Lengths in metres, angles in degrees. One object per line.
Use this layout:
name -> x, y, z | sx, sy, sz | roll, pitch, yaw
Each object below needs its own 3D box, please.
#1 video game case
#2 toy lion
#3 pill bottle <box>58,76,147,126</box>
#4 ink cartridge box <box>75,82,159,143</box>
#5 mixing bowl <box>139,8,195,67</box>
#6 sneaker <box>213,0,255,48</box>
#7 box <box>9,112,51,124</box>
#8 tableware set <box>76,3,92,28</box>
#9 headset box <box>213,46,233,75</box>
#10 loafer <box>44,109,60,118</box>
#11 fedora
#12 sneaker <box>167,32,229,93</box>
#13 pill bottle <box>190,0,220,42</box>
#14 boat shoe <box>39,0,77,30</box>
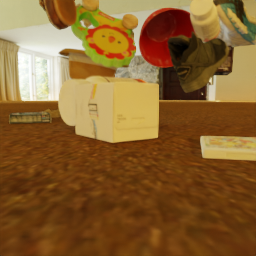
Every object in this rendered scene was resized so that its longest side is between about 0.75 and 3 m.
video game case -> 2.064, 0.349, 5.163 | 1.376, 0.173, 1.512 | 2, 7, 13
toy lion -> -0.737, -2.790, 8.427 | 2.188, 2.097, 0.751 | 25, -35, -2
pill bottle -> -0.596, -0.806, 8.790 | 2.875, 1.575, 1.575 | -6, 10, -44
ink cartridge box -> -0.311, -0.435, 6.833 | 1.326, 1.303, 1.801 | -5, 9, -37
mixing bowl -> 1.219, -3.135, 9.287 | 1.989, 1.989, 1.077 | -2, 42, -13
sneaker -> 3.259, -3.217, 9.014 | 1.298, 1.123, 2.996 | -9, -15, 40
box -> -3.688, -0.392, 10.544 | 1.431, 0.329, 1.138 | -3, 7, -21
tableware set -> -1.562, -3.869, 9.762 | 0.938, 0.130, 1.123 | -32, -22, -24
headset box -> 3.719, -3.063, 11.054 | 0.713, 1.846, 1.374 | 1, 6, 12
loafer -> -3.571, -0.642, 12.405 | 1.116, 0.376, 0.424 | -3, 7, -21
fedora -> -1.416, -2.355, 11.207 | 2.828, 1.153, 2.828 | 10, 7, -1
sneaker -> 1.644, -1.835, 6.511 | 0.793, 1.188, 2.075 | -9, 30, 49
pill bottle -> 2.163, -3.053, 7.893 | 0.721, 0.721, 1.272 | 3, -13, 25
boat shoe -> -1.928, -3.468, 7.435 | 0.871, 2.477, 0.872 | -21, -34, 19
